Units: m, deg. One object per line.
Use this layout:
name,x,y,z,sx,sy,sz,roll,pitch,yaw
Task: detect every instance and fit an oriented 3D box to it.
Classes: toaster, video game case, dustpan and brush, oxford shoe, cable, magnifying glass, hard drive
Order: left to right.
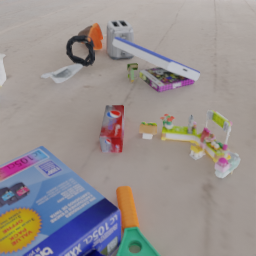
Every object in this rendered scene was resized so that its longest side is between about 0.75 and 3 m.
dustpan and brush,-2.528,-1.927,10.074,1.605,0.459,1.120,-15,28,36
cable,-1.821,-2.935,10.759,1.443,1.177,0.367,5,31,36
oxford shoe,-1.844,-4.196,13.295,1.029,1.007,2.823,-17,27,9
toaster,-0.379,-3.944,12.393,1.146,1.303,2.017,-5,34,-9
magnifying glass,0.093,1.906,4.628,0.959,0.270,2.408,-5,33,-7
hard drive,0.952,-2.445,9.823,1.816,0.349,2.753,5,24,-47
video game case,1.381,-1.834,10.150,1.522,0.272,1.379,-16,40,-22

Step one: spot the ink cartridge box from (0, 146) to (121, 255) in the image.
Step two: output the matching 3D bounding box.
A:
ink cartridge box,-1.361,1.588,4.451,2.669,1.019,1.821,30,44,34

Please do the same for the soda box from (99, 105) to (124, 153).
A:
soda box,-0.381,-0.017,7.270,0.539,0.488,1.539,0,35,3

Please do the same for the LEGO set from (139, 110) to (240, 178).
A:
LEGO set,1.510,0.048,6.728,2.639,0.982,1.214,29,43,36

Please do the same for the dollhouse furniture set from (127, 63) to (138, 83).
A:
dollhouse furniture set,0.214,-2.051,10.296,0.390,0.505,1.010,-4,33,-5

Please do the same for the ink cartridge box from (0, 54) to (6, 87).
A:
ink cartridge box,-5.102,-1.725,9.514,1.386,0.817,2.407,-2,34,-2
